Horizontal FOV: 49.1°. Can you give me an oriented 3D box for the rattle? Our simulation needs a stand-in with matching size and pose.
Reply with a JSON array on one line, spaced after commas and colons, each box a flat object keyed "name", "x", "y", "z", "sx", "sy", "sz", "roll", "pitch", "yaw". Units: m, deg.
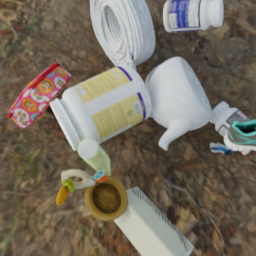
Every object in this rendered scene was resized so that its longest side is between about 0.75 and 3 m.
[{"name": "rattle", "x": -1.142, "y": 1.492, "z": 7.065, "sx": 1.164, "sy": 0.758, "sz": 0.832, "roll": 7, "pitch": 30, "yaw": -4}]

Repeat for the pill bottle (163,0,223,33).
[{"name": "pill bottle", "x": 1.743, "y": -3.027, "z": 7.496, "sx": 1.454, "sy": 0.841, "sz": 0.841, "roll": 6, "pitch": 73, "yaw": 24}]

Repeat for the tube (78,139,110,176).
[{"name": "tube", "x": -0.777, "y": 0.906, "z": 7.603, "sx": 0.536, "sy": 2.063, "sz": 0.599, "roll": 33, "pitch": 78, "yaw": 23}]

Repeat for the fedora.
[{"name": "fedora", "x": -0.604, "y": 1.912, "z": 7.609, "sx": 1.216, "sy": 0.496, "sz": 1.216, "roll": 2, "pitch": 74, "yaw": -8}]

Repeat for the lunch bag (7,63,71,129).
[{"name": "lunch bag", "x": -2.616, "y": -1.028, "z": 8.561, "sx": 0.830, "sy": 1.785, "sz": 2.027, "roll": 43, "pitch": 122, "yaw": -14}]

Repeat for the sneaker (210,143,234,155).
[{"name": "sneaker", "x": 3.010, "y": 0.628, "z": 8.982, "sx": 0.798, "sy": 0.299, "sz": 0.346, "roll": 13, "pitch": 36, "yaw": -4}]

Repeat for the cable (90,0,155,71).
[{"name": "cable", "x": -0.227, "y": -3.181, "z": 8.582, "sx": 0.940, "sy": 2.716, "sz": 2.716, "roll": -25, "pitch": 51, "yaw": -20}]

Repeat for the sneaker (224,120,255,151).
[{"name": "sneaker", "x": 3.544, "y": 0.188, "z": 7.318, "sx": 1.932, "sy": 0.881, "sz": 0.750, "roll": -1, "pitch": 51, "yaw": 15}]

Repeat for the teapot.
[{"name": "teapot", "x": 1.290, "y": -0.859, "z": 8.387, "sx": 1.715, "sy": 2.348, "sz": 2.317, "roll": -27, "pitch": 93, "yaw": 25}]

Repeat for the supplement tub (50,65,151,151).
[{"name": "supplement tub", "x": -0.745, "y": -0.547, "z": 7.757, "sx": 2.368, "sy": 1.721, "sz": 1.721, "roll": -27, "pitch": 76, "yaw": -14}]

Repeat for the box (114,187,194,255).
[{"name": "box", "x": 0.551, "y": 2.748, "z": 7.573, "sx": 0.796, "sy": 0.956, "sz": 2.327, "roll": -7, "pitch": 39, "yaw": -43}]

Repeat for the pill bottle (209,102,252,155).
[{"name": "pill bottle", "x": 3.347, "y": -0.024, "z": 8.760, "sx": 0.935, "sy": 0.935, "sz": 1.614, "roll": -39, "pitch": 68, "yaw": -10}]
